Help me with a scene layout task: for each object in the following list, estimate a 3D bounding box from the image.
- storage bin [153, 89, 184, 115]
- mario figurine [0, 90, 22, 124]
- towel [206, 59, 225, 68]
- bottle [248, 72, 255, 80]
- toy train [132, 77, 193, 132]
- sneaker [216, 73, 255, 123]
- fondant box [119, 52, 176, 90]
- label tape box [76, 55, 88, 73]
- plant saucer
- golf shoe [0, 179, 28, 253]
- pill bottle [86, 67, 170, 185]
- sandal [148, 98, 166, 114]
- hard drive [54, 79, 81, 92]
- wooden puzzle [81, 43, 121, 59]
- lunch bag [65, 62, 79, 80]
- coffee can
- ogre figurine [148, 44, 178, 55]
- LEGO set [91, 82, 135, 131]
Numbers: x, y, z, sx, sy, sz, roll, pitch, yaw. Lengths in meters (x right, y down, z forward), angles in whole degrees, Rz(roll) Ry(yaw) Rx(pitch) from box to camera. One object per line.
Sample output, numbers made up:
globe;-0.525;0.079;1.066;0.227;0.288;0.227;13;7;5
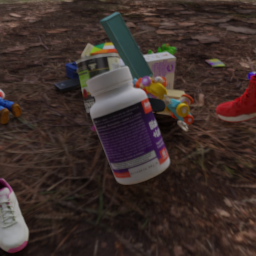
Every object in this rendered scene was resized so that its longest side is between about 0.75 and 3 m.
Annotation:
storage bin;1.387;-0.999;10.388;1.482;0.699;1.492;8;18;3
mario figurine;-5.322;-0.860;10.954;2.385;1.264;1.472;28;5;21
towel;4.863;-3.600;15.626;0.771;0.122;1.074;-7;34;-11
bottle;6.482;-2.578;13.823;1.085;0.354;0.453;-9;34;-14
toy train;1.154;-0.996;8.843;2.480;1.863;0.690;41;87;11
sneaker;4.068;-1.129;9.433;2.808;1.622;1.100;-6;37;47
fondant box;0.661;-2.002;11.590;2.510;1.811;0.731;-14;35;-21
label tape box;-1.427;-2.314;11.201;1.052;0.348;0.754;28;71;-3
plant saucer;0.036;-2.816;10.123;0.944;2.701;0.256;-43;20;-33
golf shoe;-2.816;1.940;6.387;0.718;0.873;1.908;-19;39;-28
pill bottle;-0.061;-0.088;7.244;1.531;2.748;1.531;-20;8;3
sandal;0.553;-0.612;7.965;1.348;0.323;0.507;16;51;45
hard drive;-2.778;-1.976;12.997;1.131;0.239;0.763;-22;39;-30
wooden puzzle;-0.898;-3.777;13.644;2.470;0.460;2.285;1;32;2
lunch bag;-2.618;-2.874;13.960;0.718;0.699;1.057;-28;41;-36
coffee can;-0.766;-1.224;8.504;1.312;1.793;1.312;-10;6;1
ogre figurine;1.985;-4.204;15.883;1.193;0.977;1.990;6;14;42
LEGO set;-0.191;-0.480;9.688;0.874;2.129;0.812;43;14;15
